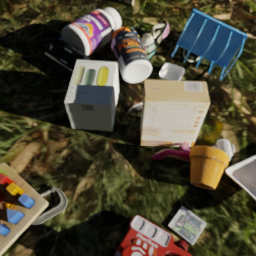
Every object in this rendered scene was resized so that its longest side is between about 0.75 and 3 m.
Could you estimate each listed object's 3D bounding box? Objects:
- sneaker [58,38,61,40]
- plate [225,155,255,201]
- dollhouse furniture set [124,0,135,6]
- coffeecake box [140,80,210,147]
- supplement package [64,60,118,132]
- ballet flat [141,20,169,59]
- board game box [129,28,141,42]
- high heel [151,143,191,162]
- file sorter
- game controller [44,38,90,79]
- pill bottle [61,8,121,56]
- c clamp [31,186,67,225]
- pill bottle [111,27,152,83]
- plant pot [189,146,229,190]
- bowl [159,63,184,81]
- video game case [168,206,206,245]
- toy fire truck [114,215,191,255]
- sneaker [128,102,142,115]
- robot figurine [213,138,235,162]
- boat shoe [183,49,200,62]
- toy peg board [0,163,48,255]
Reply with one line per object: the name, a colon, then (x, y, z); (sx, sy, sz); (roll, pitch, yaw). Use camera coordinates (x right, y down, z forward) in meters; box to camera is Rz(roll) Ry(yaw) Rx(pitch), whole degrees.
sneaker: (-2.923, -3.942, 13.380); (1.518, 0.797, 0.575); (-25, 58, -16)
plate: (5.026, 1.762, 9.158); (2.609, 0.423, 2.615); (-23, 35, -9)
dollhouse furniture set: (0.467, -7.808, 16.398); (1.580, 0.905, 1.853); (29, 36, 18)
coffeecake box: (1.478, -0.402, 9.789); (2.013, 2.622, 0.958); (2, 55, 0)
supplement package: (-1.330, -1.266, 10.975); (1.673, 1.661, 2.204); (4, 55, 3)
ballet flat: (1.175, -4.332, 13.502); (0.879, 0.905, 2.544); (24, 62, 26)
board game box: (0.045, -4.453, 14.027); (0.964, 0.331, 1.166); (-20, 57, -11)
high heel: (1.599, 1.095, 10.158); (1.460, 0.492, 0.700); (-16, 76, -9)
file sorter: (3.350, -3.408, 11.870); (2.535, 1.759, 1.555); (27, 49, 3)
game controller: (-2.784, -3.069, 12.598); (2.465, 0.519, 1.286); (34, 100, 20)
pill bottle: (-1.625, -4.574, 13.230); (1.586, 1.586, 2.846); (30, 54, 19)
c clamp: (-2.888, 2.446, 9.284); (1.602, 0.217, 1.368); (-22, 58, -14)
pill bottle: (0.029, -3.357, 12.563); (1.371, 1.371, 2.580); (-14, 58, -9)
plant pot: (2.635, 1.396, 9.472); (1.297, 1.297, 1.188); (15, 72, 11)
bowl: (1.945, -2.379, 12.554); (0.995, 0.371, 0.994); (21, 58, 15)
video game case: (1.874, 3.087, 8.903); (0.919, 0.107, 0.836); (34, 62, 21)
toy fire truck: (0.812, 3.718, 7.856); (2.390, 1.340, 2.007); (25, 40, 15)
sneaker: (0.664, -0.779, 11.218); (1.346, 0.543, 0.503); (-17, 80, 9)
robot figurine: (3.507, 0.788, 10.252); (0.767, 0.511, 0.905); (-3, 55, 3)
boat shoe: (3.537, -4.134, 13.388); (0.941, 0.835, 2.517); (44, 65, 7)
toy peg board: (-4.214, 2.389, 8.630); (2.302, 1.131, 2.312); (34, 68, 22)
